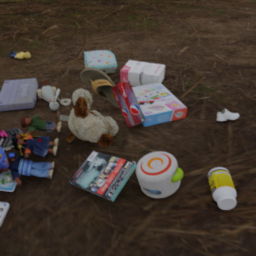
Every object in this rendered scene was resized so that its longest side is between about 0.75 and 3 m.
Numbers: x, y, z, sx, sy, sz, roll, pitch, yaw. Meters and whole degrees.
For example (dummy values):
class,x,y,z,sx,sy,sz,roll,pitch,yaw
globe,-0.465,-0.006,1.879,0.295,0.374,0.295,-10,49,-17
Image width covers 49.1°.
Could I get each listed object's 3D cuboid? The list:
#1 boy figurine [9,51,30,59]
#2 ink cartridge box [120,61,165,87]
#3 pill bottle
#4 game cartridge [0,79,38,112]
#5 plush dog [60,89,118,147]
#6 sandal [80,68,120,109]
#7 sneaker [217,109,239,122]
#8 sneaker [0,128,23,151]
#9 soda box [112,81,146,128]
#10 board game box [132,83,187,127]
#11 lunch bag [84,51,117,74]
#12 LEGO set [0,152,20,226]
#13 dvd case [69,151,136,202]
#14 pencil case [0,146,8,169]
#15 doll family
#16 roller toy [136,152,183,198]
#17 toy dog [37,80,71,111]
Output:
class,x,y,z,sx,sy,sz,roll,pitch,yaw
boy figurine,-6.818,-4.584,17.633,1.325,0.427,0.824,6,33,13
ink cartridge box,0.772,-2.792,14.711,2.031,0.841,1.488,11,37,16
pill bottle,2.815,1.809,8.365,0.669,0.669,1.190,2,35,2
game cartridge,-5.237,-1.619,13.442,1.656,0.490,2.555,-3,35,-11
plush dog,-1.449,-0.118,10.002,1.825,2.275,1.954,-44,16,-11
sandal,-1.086,-1.721,12.359,2.475,0.994,0.668,41,32,-3
sneaker,4.203,-0.562,11.779,0.988,0.491,0.385,-8,8,-11
sneaker,-4.890,0.337,10.028,2.264,0.990,0.835,-19,42,-36
soda box,0.016,-0.947,11.275,0.619,1.768,0.561,-22,-1,-31
board game box,1.108,-1.138,12.644,2.000,0.527,2.614,-12,37,-16
lunch bag,-1.564,-3.581,15.578,1.630,1.167,1.913,-8,31,-13
LEGO set,-4.521,1.870,8.626,2.174,0.714,2.910,7,41,-3
dvd case,-0.800,1.417,8.643,1.842,0.203,1.344,11,52,38
pencil case,-4.643,1.172,8.015,2.192,0.952,0.855,-24,60,-15
doll family,-3.306,0.651,9.507,1.713,1.163,2.964,10,27,-14
roller toy,0.920,1.443,8.559,1.267,0.970,1.389,-22,33,-6
toy dog,-3.610,-1.584,12.937,1.863,0.898,1.229,26,43,34
